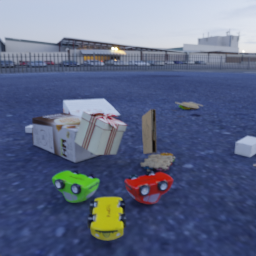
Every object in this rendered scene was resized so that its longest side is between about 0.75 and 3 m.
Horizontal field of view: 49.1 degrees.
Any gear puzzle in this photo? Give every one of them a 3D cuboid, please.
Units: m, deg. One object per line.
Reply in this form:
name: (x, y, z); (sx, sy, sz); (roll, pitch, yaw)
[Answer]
gear puzzle: (0.910, 0.963, 8.014); (0.789, 0.200, 1.524); (4, 12, 21)

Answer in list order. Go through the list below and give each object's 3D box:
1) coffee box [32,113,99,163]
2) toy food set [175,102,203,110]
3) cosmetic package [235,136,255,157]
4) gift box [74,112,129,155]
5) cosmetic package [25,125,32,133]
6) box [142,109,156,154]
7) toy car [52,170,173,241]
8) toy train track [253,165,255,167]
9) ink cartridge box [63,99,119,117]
coffee box: (-1.914, 0.221, 9.146); (2.452, 0.977, 1.402); (13, 18, 41)
toy food set: (3.499, -1.214, 16.087); (1.594, 0.320, 1.100); (-7, 22, -43)
cosmetic package: (3.850, 0.581, 8.945); (0.515, 0.406, 0.957); (16, 22, 42)
gift box: (-0.645, 0.119, 7.502); (1.098, 1.025, 1.013); (23, 11, 30)
cosmetic package: (-3.557, 0.071, 11.179); (0.980, 0.248, 0.405); (4, 15, 14)
box: (0.572, 0.149, 7.757); (0.148, 1.134, 1.388); (0, -6, -7)
toy car: (-0.556, 1.375, 5.712); (2.321, 0.550, 2.467); (8, 16, 30)
toy train track: (3.661, 1.070, 7.658); (0.461, 0.131, 0.804); (7, 17, 27)
ink cartridge box: (-1.877, -0.745, 13.862); (2.289, 0.708, 2.823); (-5, 24, -20)
